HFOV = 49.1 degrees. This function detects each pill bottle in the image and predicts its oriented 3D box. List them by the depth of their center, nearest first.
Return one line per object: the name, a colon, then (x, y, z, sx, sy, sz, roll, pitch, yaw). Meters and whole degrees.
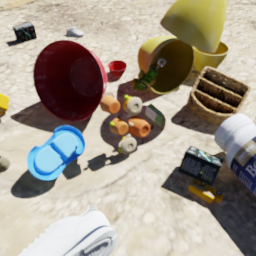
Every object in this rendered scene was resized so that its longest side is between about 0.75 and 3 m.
pill bottle: (3.464, 0.893, 7.040, 1.512, 1.512, 2.722, -20, 48, -19)

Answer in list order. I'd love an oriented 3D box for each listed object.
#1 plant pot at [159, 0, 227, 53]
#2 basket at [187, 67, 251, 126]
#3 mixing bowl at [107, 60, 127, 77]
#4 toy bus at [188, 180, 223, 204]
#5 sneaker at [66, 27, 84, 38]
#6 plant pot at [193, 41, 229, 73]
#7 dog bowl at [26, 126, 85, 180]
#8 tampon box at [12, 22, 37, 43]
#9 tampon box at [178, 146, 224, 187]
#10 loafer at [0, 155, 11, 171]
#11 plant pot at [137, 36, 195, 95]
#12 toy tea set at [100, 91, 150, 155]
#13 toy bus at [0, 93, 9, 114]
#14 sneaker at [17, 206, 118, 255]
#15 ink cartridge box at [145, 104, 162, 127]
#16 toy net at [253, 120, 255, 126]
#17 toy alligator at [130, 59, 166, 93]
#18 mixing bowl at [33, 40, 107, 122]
plant pot: (2.035, -3.224, 8.024, 1.873, 1.330, 1.873, 20, 32, -13)
basket: (2.827, -0.965, 9.029, 1.644, 1.225, 1.174, 31, 61, 13)
mixing bowl: (-0.425, -2.315, 11.164, 0.780, 0.422, 0.780, -1, 46, 1)
toy bus: (2.025, 1.680, 7.294, 0.839, 0.273, 0.329, 29, 52, 26)
sneaker: (-2.570, -4.631, 13.480, 0.946, 0.410, 0.355, 8, 45, 7)
plant pot: (3.167, -2.795, 11.191, 1.444, 1.025, 1.444, 1, 44, -1)
dog bowl: (-2.016, 0.724, 7.814, 1.022, 0.455, 1.834, 47, 53, -3)
tampon box: (-4.845, -4.479, 13.140, 0.881, 0.660, 0.556, -26, 51, -23)
tampon box: (1.939, 0.993, 7.469, 0.972, 0.613, 0.728, 23, 18, 20)
loafer: (-4.036, 0.904, 7.941, 1.344, 0.453, 0.511, 1, 45, 1)
plant pot: (1.147, -2.474, 10.250, 2.075, 2.075, 1.473, -23, 44, -22)
toy tea set: (-0.147, -0.274, 7.967, 1.223, 2.056, 0.761, -38, 41, -20)
toy bus: (-4.369, -0.891, 8.841, 0.658, 1.681, 0.547, -2, 77, 16)
sneaker: (-1.661, 2.712, 5.892, 2.864, 1.094, 1.153, -22, 38, -26)
ink cartridge box: (0.913, -0.425, 9.282, 0.226, 0.396, 0.764, -29, 55, -28)
toy net: (4.397, 0.072, 8.798, 1.071, 0.394, 2.042, 25, 54, 30)
toy alligator: (0.565, -1.514, 8.539, 0.543, 1.638, 0.394, 28, 53, -15)
mixing bowl: (-1.691, -1.611, 9.377, 2.579, 2.579, 1.397, 17, 22, 16)
